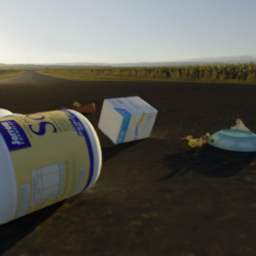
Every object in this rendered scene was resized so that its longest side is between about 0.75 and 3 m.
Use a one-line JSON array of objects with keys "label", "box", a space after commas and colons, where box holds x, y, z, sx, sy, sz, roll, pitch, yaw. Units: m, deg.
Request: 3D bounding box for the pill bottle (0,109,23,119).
[{"label": "pill bottle", "box": [-4.532, 0.213, 8.834, 2.962, 1.691, 1.691, 4, 14, 20]}]

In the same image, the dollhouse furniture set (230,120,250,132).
[{"label": "dollhouse furniture set", "box": [4.959, 0.048, 12.507, 0.494, 0.578, 1.116, 42, 20, 3]}]

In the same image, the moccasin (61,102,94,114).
[{"label": "moccasin", "box": [-3.053, -1.236, 17.126, 2.021, 0.780, 0.739, -4, 14, -16]}]

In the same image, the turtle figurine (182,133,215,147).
[{"label": "turtle figurine", "box": [2.663, 0.517, 10.373, 1.023, 0.409, 1.269, -12, 10, -16]}]

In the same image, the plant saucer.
[{"label": "plant saucer", "box": [4.222, 0.401, 10.923, 2.200, 0.423, 2.200, 0, 14, 0]}]

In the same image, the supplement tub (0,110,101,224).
[{"label": "supplement tub", "box": [-2.193, 0.749, 5.837, 2.026, 2.026, 2.787, 12, 18, 42]}]

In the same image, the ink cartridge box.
[{"label": "ink cartridge box", "box": [-0.018, -0.349, 11.355, 1.819, 1.315, 1.339, -10, 38, -38]}]
